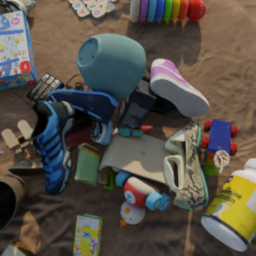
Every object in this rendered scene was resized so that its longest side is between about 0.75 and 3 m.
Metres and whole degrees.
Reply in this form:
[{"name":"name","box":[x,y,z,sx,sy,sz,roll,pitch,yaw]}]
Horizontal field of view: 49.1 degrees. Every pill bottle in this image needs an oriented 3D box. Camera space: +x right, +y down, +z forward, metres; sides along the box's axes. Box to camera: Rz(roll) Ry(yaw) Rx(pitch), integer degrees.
[{"name":"pill bottle","box":[3.219,2.072,7.852,1.336,1.336,2.385,37,73,12]}]

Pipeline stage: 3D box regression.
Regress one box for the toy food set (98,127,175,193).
[{"name":"toy food set","box":[0.354,0.957,8.417,2.175,0.657,1.561,18,44,-2]}]

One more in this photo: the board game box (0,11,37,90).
[{"name":"board game box","box":[-4.771,-2.628,9.891,2.617,0.747,2.673,-13,70,-5]}]

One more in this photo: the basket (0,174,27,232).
[{"name":"basket","box":[-3.441,1.907,7.531,1.219,1.792,1.616,42,89,-6]}]

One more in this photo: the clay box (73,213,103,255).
[{"name":"clay box","box":[-1.113,3.035,7.733,0.684,0.283,1.190,6,90,16]}]

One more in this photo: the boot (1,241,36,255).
[{"name":"boot","box":[-2.815,4.372,7.305,2.262,0.815,1.749,37,75,14]}]

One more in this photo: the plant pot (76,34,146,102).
[{"name":"plant pot","box":[-0.684,-1.889,8.081,1.989,1.339,1.989,-16,65,38]}]

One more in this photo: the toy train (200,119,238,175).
[{"name":"toy train","box":[2.432,0.870,7.899,0.944,1.290,2.230,14,41,11]}]

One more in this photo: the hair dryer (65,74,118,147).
[{"name":"hair dryer","box":[-1.496,-0.408,9.234,2.133,0.761,2.801,20,62,19]}]

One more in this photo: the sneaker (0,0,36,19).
[{"name":"sneaker","box":[-4.443,-5.078,10.889,2.164,0.832,0.959,42,62,8]}]

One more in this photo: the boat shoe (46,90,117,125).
[{"name":"boat shoe","box":[-1.584,-0.574,8.220,2.638,1.110,0.905,3,72,40]}]

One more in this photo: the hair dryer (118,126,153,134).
[{"name":"hair dryer","box":[0.265,-0.104,9.208,1.132,0.308,0.863,22,69,6]}]

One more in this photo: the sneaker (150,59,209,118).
[{"name":"sneaker","box":[1.656,-1.324,8.791,2.365,0.857,1.349,33,39,-30]}]

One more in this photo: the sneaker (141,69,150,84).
[{"name":"sneaker","box":[-0.195,-1.840,9.343,2.224,0.838,0.881,12,47,-29]}]

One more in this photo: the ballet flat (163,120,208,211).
[{"name":"ballet flat","box":[1.575,0.874,7.998,1.120,1.009,2.975,8,51,-2]}]

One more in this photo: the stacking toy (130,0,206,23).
[{"name":"stacking toy","box":[1.505,-4.493,10.429,2.812,1.200,1.200,2,70,-3]}]

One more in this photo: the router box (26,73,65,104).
[{"name":"router box","box":[-2.795,-1.248,9.477,0.822,0.281,1.102,31,77,23]}]

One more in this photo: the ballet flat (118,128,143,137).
[{"name":"ballet flat","box":[0.081,0.161,8.473,0.766,0.241,0.263,10,91,-1]}]

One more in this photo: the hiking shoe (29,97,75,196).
[{"name":"hiking shoe","box":[-2.158,0.530,7.484,1.118,0.959,2.578,6,84,-44]}]

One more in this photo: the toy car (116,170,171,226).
[{"name":"toy car","box":[0.165,2.197,7.909,1.369,1.314,1.486,31,91,32]}]

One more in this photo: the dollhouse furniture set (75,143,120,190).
[{"name":"dollhouse furniture set","box":[-0.675,1.107,7.971,0.816,1.626,1.065,-12,65,26]}]

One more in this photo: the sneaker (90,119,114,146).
[{"name":"sneaker","box":[-0.745,-0.106,8.498,0.580,0.665,1.479,-14,52,29]}]

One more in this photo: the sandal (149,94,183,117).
[{"name":"sandal","box":[1.100,-0.833,9.265,2.263,0.542,0.851,3,85,-2]}]

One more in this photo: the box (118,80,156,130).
[{"name":"box","box":[0.249,-0.722,8.618,0.672,1.288,0.953,21,31,-15]}]

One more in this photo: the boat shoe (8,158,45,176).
[{"name":"boat shoe","box":[-2.932,1.169,8.663,1.445,0.530,0.453,-2,55,-7]}]

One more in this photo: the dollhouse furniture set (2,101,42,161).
[{"name":"dollhouse furniture set","box":[-3.020,0.076,8.573,1.549,1.358,1.029,-32,74,-17]}]

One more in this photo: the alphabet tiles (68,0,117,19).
[{"name":"alphabet tiles","box":[-1.358,-5.188,11.169,1.862,0.139,1.904,-30,73,-10]}]

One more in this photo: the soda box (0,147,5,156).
[{"name":"soda box","box":[-4.280,0.470,8.369,1.138,0.361,0.399,47,51,-10]}]
